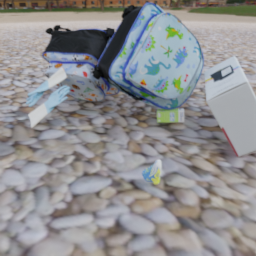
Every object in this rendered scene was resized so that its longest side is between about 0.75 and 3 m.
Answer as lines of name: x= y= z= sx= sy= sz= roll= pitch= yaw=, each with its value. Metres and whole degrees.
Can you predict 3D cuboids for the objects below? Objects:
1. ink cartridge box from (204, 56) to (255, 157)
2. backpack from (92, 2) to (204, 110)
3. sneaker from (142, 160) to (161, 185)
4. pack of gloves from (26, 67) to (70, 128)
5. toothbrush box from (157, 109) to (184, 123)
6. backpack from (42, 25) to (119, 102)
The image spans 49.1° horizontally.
ink cartridge box: x=2.974 y=-0.685 z=7.724 sx=1.036 sy=1.823 sz=2.501 roll=-26 pitch=18 yaw=24
backpack: x=0.912 y=-1.931 z=8.450 sx=2.859 sy=2.617 sz=2.101 roll=26 pitch=5 yaw=-32
sneaker: x=0.488 y=0.941 z=5.887 sx=0.401 sy=0.763 sz=0.289 roll=4 pitch=44 yaw=5
pack of gloves: x=-2.655 y=-1.063 z=8.898 sx=1.743 sy=0.344 sz=1.464 roll=-37 pitch=49 yaw=11
toothbrush box: x=1.356 y=-0.401 z=8.956 sx=0.849 sy=0.365 sz=0.618 roll=-2 pitch=12 yaw=9
backpack: x=-1.425 y=-2.214 z=10.414 sx=2.961 sy=2.281 sz=2.820 roll=15 pitch=-9 yaw=30
